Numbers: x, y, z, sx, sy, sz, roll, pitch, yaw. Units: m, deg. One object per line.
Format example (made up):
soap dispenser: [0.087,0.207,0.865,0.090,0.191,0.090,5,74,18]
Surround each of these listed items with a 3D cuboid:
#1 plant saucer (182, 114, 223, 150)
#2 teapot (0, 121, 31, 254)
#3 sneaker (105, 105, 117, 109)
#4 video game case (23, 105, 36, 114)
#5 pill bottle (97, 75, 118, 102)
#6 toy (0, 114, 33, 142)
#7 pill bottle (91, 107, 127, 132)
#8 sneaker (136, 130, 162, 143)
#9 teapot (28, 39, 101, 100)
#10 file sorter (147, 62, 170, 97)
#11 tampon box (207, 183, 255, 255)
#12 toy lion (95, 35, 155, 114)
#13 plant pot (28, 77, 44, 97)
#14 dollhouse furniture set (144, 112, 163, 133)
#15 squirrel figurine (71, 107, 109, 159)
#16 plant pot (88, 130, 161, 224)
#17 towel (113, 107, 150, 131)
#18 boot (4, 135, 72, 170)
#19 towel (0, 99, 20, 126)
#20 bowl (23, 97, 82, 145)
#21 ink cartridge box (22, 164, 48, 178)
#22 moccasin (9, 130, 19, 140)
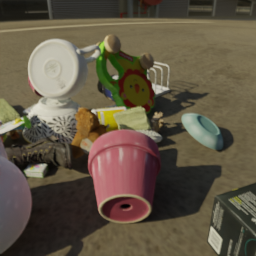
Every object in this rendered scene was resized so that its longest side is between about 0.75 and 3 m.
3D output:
plant saucer: [2.641,0.008,9.585,1.732,0.333,1.732,24,32,-17]
teapot: [-3.256,1.381,5.571,2.504,1.853,2.537,-25,51,-27]
sneaker: [-0.697,-0.794,11.751,1.116,0.418,0.484,-24,42,-32]
video game case: [-4.096,-0.812,12.304,0.610,0.077,0.852,9,29,17]
pill bottle: [-0.399,-1.765,12.916,2.137,1.195,1.195,24,36,39]
toy: [-4.308,0.303,9.292,2.404,0.568,1.384,-23,17,10]
pill bottle: [-0.544,-0.313,10.465,1.614,0.882,0.882,-6,28,-13]
sneaker: [0.376,0.439,9.361,1.599,0.644,0.611,0,12,-19]
teapot: [-2.332,-2.090,10.234,2.270,2.240,1.658,15,9,13]
file sorter: [0.833,-2.336,13.851,1.516,1.360,2.184,24,36,38]
tampon box: [2.745,1.954,5.557,1.860,1.394,1.174,-11,29,-20]
toy lion: [-0.043,-1.905,11.355,2.907,2.786,0.998,17,-20,-37]
plant pot: [-4.315,-2.123,13.835,1.157,1.157,1.036,-8,45,-15]
dollhouse furniture set: [0.885,-0.161,10.418,0.577,0.676,1.303,12,30,18]
squirrel figurine: [-1.101,0.089,8.955,1.127,1.592,1.486,-5,21,17]
plant pot: [-0.087,1.250,6.719,1.843,1.843,1.650,0,43,-1]
towel: [0.125,-0.241,9.745,1.208,0.897,0.220,-10,25,25]
boot: [-2.836,0.906,8.196,1.982,0.788,2.277,-14,19,-31]
towel: [-5.573,-0.508,11.299,1.916,0.471,2.583,-20,33,-35]
bowl: [-2.645,-0.472,10.417,2.608,1.224,2.608,1,27,0]
ink cartridge box: [-2.780,1.243,8.201,0.750,0.223,0.390,3,28,6]
moccasin: [-4.124,0.176,10.110,0.303,0.319,0.827,-17,33,-22]
